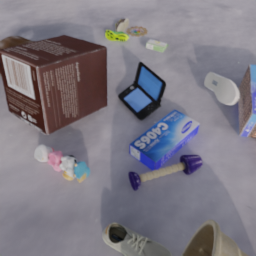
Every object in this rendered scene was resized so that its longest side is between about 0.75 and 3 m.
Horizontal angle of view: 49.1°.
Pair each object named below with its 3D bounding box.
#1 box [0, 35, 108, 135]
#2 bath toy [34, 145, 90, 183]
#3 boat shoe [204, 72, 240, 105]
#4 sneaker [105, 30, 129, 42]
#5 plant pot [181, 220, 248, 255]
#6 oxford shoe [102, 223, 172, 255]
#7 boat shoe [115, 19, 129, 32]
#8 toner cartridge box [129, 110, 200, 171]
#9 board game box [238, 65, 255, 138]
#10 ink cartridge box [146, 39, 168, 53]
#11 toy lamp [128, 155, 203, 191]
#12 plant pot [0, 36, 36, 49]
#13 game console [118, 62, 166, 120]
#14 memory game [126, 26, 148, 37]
[{"bbox_3d":[-2.407,-1.586,9.420,2.279,2.256,2.747,25,39,33],"label":"box"},{"bbox_3d":[-2.019,1.033,8.441,1.790,0.778,0.662,21,15,25],"label":"bath toy"},{"bbox_3d":[3.609,-1.416,10.390,0.794,0.835,2.318,13,18,-16],"label":"boat shoe"},{"bbox_3d":[-0.573,-4.684,14.327,1.360,0.504,0.568,20,28,19],"label":"sneaker"},{"bbox_3d":[2.026,3.496,4.830,2.538,2.772,2.772,27,50,10],"label":"plant pot"},{"bbox_3d":[0.193,2.823,6.731,1.794,0.518,0.675,21,46,14],"label":"oxford shoe"},{"bbox_3d":[-0.412,-5.455,14.979,0.464,0.560,1.558,10,42,16],"label":"boat shoe"},{"bbox_3d":[1.220,0.342,9.215,1.103,0.501,2.321,34,54,29],"label":"toner cartridge box"},{"bbox_3d":[5.321,-0.756,9.438,2.765,1.339,2.204,9,57,8],"label":"board game box"},{"bbox_3d":[1.439,-4.023,13.439,0.871,0.287,1.197,19,40,13],"label":"ink cartridge box"},{"bbox_3d":[1.140,1.269,8.232,2.206,0.642,0.642,-16,47,-14],"label":"toy lamp"},{"bbox_3d":[-4.029,-2.497,11.030,2.286,2.286,2.263,-30,44,-27],"label":"plant pot"},{"bbox_3d":[0.444,-1.341,10.156,1.421,0.940,1.616,-38,55,-6],"label":"game console"},{"bbox_3d":[0.484,-5.184,15.027,1.177,0.075,1.177,0,45,0],"label":"memory game"}]
